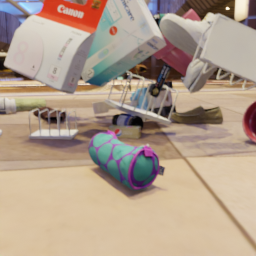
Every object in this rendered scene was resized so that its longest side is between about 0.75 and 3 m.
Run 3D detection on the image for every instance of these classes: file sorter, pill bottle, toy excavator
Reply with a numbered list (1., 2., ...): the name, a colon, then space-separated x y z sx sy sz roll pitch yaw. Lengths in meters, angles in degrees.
1. file sorter: -2.328 -0.142 8.797 1.314 0.818 0.912 1 13 4
2. file sorter: 0.526 -1.121 10.185 2.123 1.322 1.473 15 9 -28
3. pill bottle: -0.050 -0.175 9.415 0.609 0.609 1.088 -10 16 -38
4. toy excavator: 0.309 -1.075 12.423 2.941 1.469 2.859 -7 5 32
5. pill bottle: -5.898 -0.999 12.907 1.300 0.752 0.752 -3 13 -20
6. file sorter: 2.630 -1.819 7.146 1.705 1.183 1.062 22 -6 -5

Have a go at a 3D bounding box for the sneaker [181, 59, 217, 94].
1. sneaker: 2.566 -2.150 9.857 0.781 2.045 0.823 -7 56 -37

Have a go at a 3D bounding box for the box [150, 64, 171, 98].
1. box: 1.019 -1.460 8.748 0.239 1.037 0.825 25 12 5

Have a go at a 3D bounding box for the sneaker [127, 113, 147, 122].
1. sneaker: 0.322 -0.423 11.255 0.422 0.436 1.193 12 10 -29

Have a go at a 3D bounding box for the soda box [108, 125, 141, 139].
1. soda box: -0.107 0.123 8.691 0.985 0.334 0.315 3 13 17

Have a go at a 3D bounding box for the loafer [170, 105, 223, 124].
1. loafer: 2.678 -0.542 10.935 2.022 0.682 0.769 1 12 3

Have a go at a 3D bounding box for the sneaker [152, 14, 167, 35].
1. sneaker: 1.156 -4.133 12.139 0.789 0.705 1.975 3 -28 -10

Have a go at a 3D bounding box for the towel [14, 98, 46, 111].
1. towel: -5.286 -1.260 14.825 1.878 0.462 2.531 -4 12 -21

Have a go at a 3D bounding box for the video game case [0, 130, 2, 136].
1. video game case: -4.446 0.261 8.552 0.992 0.125 1.090 -4 13 -18

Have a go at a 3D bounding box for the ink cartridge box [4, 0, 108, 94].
1. ink cartridge box: -1.938 -2.492 7.346 2.178 2.679 0.764 25 11 24

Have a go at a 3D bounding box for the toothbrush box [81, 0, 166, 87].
1. toothbrush box: -0.435 -2.660 8.361 2.519 1.844 1.074 -28 -10 23

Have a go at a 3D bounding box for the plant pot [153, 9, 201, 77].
1. plant pot: 2.223 -3.100 10.896 2.153 1.927 2.153 -43 11 10

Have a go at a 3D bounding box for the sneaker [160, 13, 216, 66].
1. sneaker: 2.022 -2.945 8.326 2.269 1.311 0.836 28 -16 -23

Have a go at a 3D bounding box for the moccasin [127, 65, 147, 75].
1. moccasin: 0.354 -2.326 11.237 0.960 0.351 0.371 -8 27 -39

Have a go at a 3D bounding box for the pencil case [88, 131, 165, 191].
1. pencil case: -0.125 0.568 5.415 0.750 0.814 1.762 26 -5 -33

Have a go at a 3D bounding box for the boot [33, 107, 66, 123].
1. boot: -3.216 -0.526 11.253 1.424 0.515 1.184 2 10 -4

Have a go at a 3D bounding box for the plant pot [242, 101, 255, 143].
1. plant pot: 4.153 -0.119 7.949 1.188 1.328 1.328 11 4 -36
